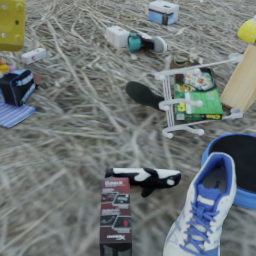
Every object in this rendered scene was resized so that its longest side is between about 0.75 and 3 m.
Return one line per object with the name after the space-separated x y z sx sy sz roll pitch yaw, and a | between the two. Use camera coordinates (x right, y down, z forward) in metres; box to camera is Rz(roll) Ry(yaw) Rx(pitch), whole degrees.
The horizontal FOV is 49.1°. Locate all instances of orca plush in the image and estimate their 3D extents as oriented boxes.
0.337 1.327 6.742 1.814 0.954 0.645 6 73 -3 | orca plush

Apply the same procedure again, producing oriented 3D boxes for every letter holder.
-3.618 -1.714 10.207 0.751 0.378 0.534 10 49 -26 | letter holder

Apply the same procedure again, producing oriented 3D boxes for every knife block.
4.265 -2.157 9.348 0.904 2.479 2.824 30 49 29 | knife block

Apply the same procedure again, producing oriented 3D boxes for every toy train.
-5.702 -2.345 10.507 2.965 0.825 2.227 21 32 21 | toy train

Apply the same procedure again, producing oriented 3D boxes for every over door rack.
2.209 -0.895 8.071 2.676 1.977 0.891 -15 26 -9 | over door rack

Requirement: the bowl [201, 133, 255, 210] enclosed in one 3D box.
3.106 0.997 7.246 2.324 0.456 2.324 0 41 0 | bowl

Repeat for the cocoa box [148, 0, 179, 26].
1.923 -6.307 15.355 1.385 0.909 0.924 32 50 31 | cocoa box

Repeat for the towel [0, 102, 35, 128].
-4.053 -0.598 9.254 1.626 0.194 1.177 22 42 24 | towel

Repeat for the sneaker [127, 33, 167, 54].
0.644 -3.690 12.332 1.247 0.863 2.065 -22 37 -30 | sneaker

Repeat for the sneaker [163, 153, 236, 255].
1.380 1.747 5.507 1.096 1.283 2.911 12 52 24 | sneaker

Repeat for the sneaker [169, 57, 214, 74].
2.507 -2.382 11.008 1.736 0.656 0.611 8 42 10 | sneaker

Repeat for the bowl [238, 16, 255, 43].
6.405 -4.916 13.711 1.801 0.969 1.801 -1 41 0 | bowl

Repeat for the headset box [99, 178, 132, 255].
-0.254 1.864 5.702 0.589 1.167 1.570 -1 40 -3 | headset box

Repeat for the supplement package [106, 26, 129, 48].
-0.479 -4.335 13.292 0.634 0.626 1.045 -25 47 -26 | supplement package

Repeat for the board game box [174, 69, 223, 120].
2.284 -1.223 9.506 1.436 0.322 2.741 3 41 7 | board game box

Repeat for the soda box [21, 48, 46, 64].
-4.066 -3.122 12.123 0.342 0.320 1.005 29 48 29 | soda box

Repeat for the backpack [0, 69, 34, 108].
-3.700 -1.423 9.365 0.800 1.085 1.189 11 41 13 | backpack

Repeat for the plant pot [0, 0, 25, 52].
-4.667 -3.700 9.441 2.390 2.321 2.337 25 24 38 | plant pot

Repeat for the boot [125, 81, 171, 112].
0.503 -1.077 8.787 1.570 0.567 1.186 24 14 -20 | boot
